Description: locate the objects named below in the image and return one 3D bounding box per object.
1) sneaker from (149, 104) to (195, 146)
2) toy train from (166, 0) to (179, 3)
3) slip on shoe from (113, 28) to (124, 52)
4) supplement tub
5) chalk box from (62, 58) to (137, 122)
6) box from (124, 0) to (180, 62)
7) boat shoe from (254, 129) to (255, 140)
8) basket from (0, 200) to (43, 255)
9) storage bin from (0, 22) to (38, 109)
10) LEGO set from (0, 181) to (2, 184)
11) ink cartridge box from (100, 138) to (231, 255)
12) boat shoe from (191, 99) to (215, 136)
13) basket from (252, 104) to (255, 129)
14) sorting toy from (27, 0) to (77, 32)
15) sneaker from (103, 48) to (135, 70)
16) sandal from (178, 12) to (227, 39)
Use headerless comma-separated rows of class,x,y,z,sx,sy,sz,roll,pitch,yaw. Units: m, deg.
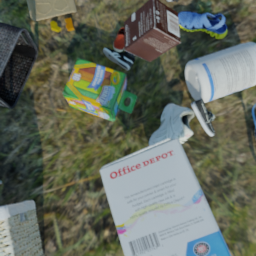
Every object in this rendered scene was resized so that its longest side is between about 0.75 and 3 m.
sneaker,1.447,0.273,8.932,1.149,0.901,2.313,7,72,44
toy train,2.285,-5.892,10.777,2.622,1.117,1.494,-30,86,-8
slip on shoe,-0.286,-3.211,10.204,0.436,0.360,1.177,13,57,0
supplement tub,3.216,-1.843,9.418,2.279,1.503,1.503,-18,76,-5
chalk box,-0.818,-1.144,9.304,2.170,1.345,1.355,18,76,5
box,0.528,-2.177,6.346,0.826,1.006,0.834,14,66,-37
boat shoe,4.811,0.641,9.247,0.641,0.639,1.770,-23,86,-11
basket,-3.790,3.279,7.596,2.447,2.425,1.968,-18,80,-5
storage bin,-4.198,-2.071,9.391,1.151,1.660,2.456,18,76,4
LEGO set,-4.536,1.497,9.178,0.465,0.376,1.012,-13,67,-39
ink cartridge box,0.745,1.874,6.257,1.973,1.156,2.730,-23,66,5
boat shoe,2.601,-0.345,9.236,0.480,0.519,1.407,-26,107,24
basket,5.516,0.285,8.631,2.894,2.013,2.552,-6,83,16
sorting toy,-2.918,-4.633,10.817,1.749,0.314,2.347,-14,75,-8
sneaker,-0.279,-2.674,10.229,1.185,0.433,0.663,37,74,1
sandal,2.773,-3.955,10.333,1.961,0.854,0.779,13,77,5
